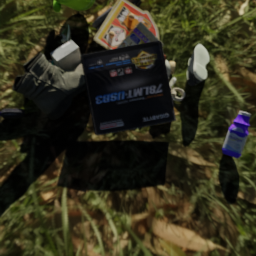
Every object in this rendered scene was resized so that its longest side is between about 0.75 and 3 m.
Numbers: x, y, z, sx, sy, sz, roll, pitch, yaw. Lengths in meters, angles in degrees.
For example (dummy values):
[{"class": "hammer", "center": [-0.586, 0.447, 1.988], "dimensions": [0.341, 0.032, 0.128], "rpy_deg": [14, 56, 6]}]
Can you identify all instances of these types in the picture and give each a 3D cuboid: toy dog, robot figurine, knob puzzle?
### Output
[{"class": "toy dog", "center": [1.270, -1.819, 10.087], "dimensions": [1.264, 0.923, 1.917], "rpy_deg": [-15, 67, -3]}, {"class": "robot figurine", "center": [-2.132, -5.383, 10.800], "dimensions": [2.120, 2.417, 1.398], "rpy_deg": [-21, 90, 24]}, {"class": "knob puzzle", "center": [0.218, -3.582, 10.718], "dimensions": [2.632, 0.365, 2.632], "rpy_deg": [2, 83, -14]}]

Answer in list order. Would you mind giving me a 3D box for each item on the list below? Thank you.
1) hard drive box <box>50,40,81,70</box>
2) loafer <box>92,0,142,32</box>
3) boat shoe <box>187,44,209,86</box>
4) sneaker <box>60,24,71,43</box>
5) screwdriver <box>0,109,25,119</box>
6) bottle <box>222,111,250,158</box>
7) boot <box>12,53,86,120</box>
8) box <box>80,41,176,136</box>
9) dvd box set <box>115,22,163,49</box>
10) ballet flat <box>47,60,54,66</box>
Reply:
[{"class": "hard drive box", "center": [-2.195, -2.440, 10.212], "dimensions": [0.930, 1.193, 0.458], "rpy_deg": [-37, 72, -15]}, {"class": "loafer", "center": [-0.190, -4.715, 11.431], "dimensions": [2.840, 1.021, 0.894], "rpy_deg": [-43, 106, -13]}, {"class": "boat shoe", "center": [2.539, -2.363, 10.434], "dimensions": [0.758, 0.605, 2.005], "rpy_deg": [36, 48, -15]}, {"class": "sneaker", "center": [-2.494, -3.735, 11.079], "dimensions": [0.432, 0.375, 0.975], "rpy_deg": [-5, 61, -2]}, {"class": "screwdriver", "center": [-4.919, -0.423, 9.885], "dimensions": [2.564, 0.373, 0.358], "rpy_deg": [-6, 39, 4]}, {"class": "bottle", "center": [3.580, 0.217, 9.150], "dimensions": [0.625, 0.489, 1.497], "rpy_deg": [21, 97, 26]}, {"class": "boot", "center": [-2.361, -1.857, 9.522], "dimensions": [0.981, 1.892, 2.897], "rpy_deg": [11, 60, 51]}, {"class": "box", "center": [0.001, -1.294, 9.375], "dimensions": [2.737, 0.680, 2.717], "rpy_deg": [-10, 87, -1]}, {"class": "dvd box set", "center": [0.319, -2.885, 10.416], "dimensions": [1.255, 0.252, 1.716], "rpy_deg": [41, 86, -10]}, {"class": "ballet flat", "center": [-2.965, -1.910, 10.399], "dimensions": [0.474, 0.480, 1.410], "rpy_deg": [-10, 59, -7]}]
